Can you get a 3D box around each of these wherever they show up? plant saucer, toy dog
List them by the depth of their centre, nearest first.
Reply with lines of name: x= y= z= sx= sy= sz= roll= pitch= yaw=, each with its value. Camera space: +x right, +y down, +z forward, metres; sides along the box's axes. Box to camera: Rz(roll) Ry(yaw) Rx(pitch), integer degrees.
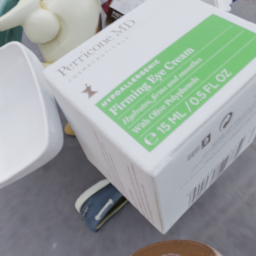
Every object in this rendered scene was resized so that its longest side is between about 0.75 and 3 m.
plant saucer: x=0.482 y=1.585 z=3.134 sx=1.421 sy=1.421 sz=0.260 roll=-10 pitch=90 yaw=-8
toy dog: x=-1.022 y=-1.781 z=6.073 sx=2.499 sy=2.577 sz=1.798 roll=-22 pitch=36 yaw=12
plant saucer: x=-2.924 y=-2.073 z=6.375 sx=0.516 sy=2.870 sz=2.870 roll=12 pitch=52 yaw=-10

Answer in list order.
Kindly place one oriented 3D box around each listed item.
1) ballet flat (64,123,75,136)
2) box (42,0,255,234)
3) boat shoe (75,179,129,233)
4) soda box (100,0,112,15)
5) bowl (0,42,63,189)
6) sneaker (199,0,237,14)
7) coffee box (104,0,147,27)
ballet flat: x=-0.952 y=-0.313 z=8.277 sx=1.956 sy=0.616 sz=0.671 roll=-15 pitch=54 yaw=-11
box: x=0.675 y=-0.255 z=5.083 sx=2.863 sy=2.877 sz=2.464 roll=-40 pitch=58 yaw=-17
boat shoe: x=0.119 y=1.366 z=6.699 sx=2.823 sy=1.057 sz=0.873 roll=-30 pitch=57 yaw=-20
soda box: x=0.618 y=-4.306 z=8.873 sx=2.981 sy=0.945 sz=1.044 roll=-13 pitch=34 yaw=36
bowl: x=-2.150 y=-0.097 z=5.026 sx=2.282 sy=0.852 sz=2.279 roll=-29 pitch=70 yaw=21
sneaker: x=2.331 y=-3.219 z=6.793 sx=1.303 sy=0.911 sz=2.256 roll=-2 pitch=74 yaw=-14
coffee box: x=0.504 y=-2.697 z=7.272 sx=2.053 sy=1.174 sz=0.818 roll=27 pitch=81 yaw=-10
